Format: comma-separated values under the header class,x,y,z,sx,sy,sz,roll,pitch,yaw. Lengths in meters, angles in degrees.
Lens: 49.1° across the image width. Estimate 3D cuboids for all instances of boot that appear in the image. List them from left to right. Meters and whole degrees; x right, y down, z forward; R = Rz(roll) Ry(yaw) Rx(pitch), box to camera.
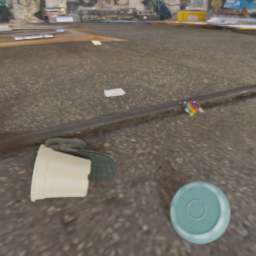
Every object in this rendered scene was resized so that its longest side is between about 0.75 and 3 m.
class,x,y,z,sx,sy,sz,roll,pitch,yaw
boot,-1.474,0.726,8.254,2.515,0.852,1.643,4,21,6

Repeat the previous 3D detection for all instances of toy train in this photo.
class,x,y,z,sx,sy,sz,roll,pitch,yaw
toy train,2.691,-0.685,11.414,0.366,0.501,0.866,16,29,-38

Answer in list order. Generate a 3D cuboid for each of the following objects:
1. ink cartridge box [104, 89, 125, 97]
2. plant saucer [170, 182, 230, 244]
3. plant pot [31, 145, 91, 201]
class,x,y,z,sx,sy,sz,roll,pitch,yaw
ink cartridge box,-0.649,-1.672,13.669,0.878,0.196,0.774,-9,27,-16
plant saucer,1.440,1.715,5.834,1.279,0.175,1.279,-17,55,25
plant pot,-1.609,1.184,6.935,1.254,1.370,1.370,9,25,-9
